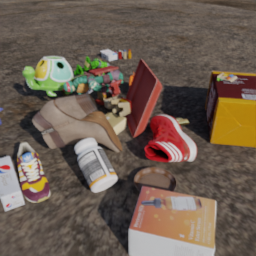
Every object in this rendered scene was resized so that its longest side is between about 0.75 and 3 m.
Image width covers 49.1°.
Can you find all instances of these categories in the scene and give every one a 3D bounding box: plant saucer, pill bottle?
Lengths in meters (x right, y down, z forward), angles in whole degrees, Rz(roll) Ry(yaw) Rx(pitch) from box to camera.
[{"bbox_3d":[0.847,1.753,8.796,1.338,0.230,1.338,1,33,-1],"label":"plant saucer"},{"bbox_3d":[-1.040,1.135,8.687,0.894,0.894,1.536,-19,64,-26],"label":"pill bottle"},{"bbox_3d":[0.548,-1.225,11.404,0.460,2.507,2.502,12,28,-20],"label":"plant saucer"}]

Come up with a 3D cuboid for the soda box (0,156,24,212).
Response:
[{"bbox_3d":[-3.705,1.657,8.608,0.573,0.613,1.799,-18,38,-24],"label":"soda box"}]

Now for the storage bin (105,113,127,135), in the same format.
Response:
[{"bbox_3d":[-0.693,-0.153,11.479,0.924,0.436,0.930,20,39,28],"label":"storage bin"}]

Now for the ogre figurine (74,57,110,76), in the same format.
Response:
[{"bbox_3d":[-1.898,-3.169,15.019,1.303,2.173,1.066,-4,68,-40],"label":"ogre figurine"}]

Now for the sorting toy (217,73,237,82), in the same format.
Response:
[{"bbox_3d":[3.875,-1.984,11.122,0.624,0.124,0.844,26,41,33],"label":"sorting toy"}]

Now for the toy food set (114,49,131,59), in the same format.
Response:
[{"bbox_3d":[-0.453,-4.921,18.441,1.325,0.596,0.633,23,40,30],"label":"toy food set"}]

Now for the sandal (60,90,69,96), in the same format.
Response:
[{"bbox_3d":[-3.214,-2.228,14.454,0.514,0.764,1.903,7,23,-29],"label":"sandal"}]

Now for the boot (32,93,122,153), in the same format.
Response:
[{"bbox_3d":[-1.754,0.155,9.708,2.137,2.922,1.026,-27,29,6],"label":"boot"}]

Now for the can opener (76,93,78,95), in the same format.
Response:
[{"bbox_3d":[-2.376,-1.594,13.236,0.205,0.780,0.259,29,63,-4],"label":"can opener"}]

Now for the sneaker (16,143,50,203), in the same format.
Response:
[{"bbox_3d":[-3.055,1.353,8.717,0.826,0.993,2.203,-19,38,-25],"label":"sneaker"}]

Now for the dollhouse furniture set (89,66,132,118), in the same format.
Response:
[{"bbox_3d":[-0.570,-1.706,12.262,1.188,1.572,2.922,-19,25,-22],"label":"dollhouse furniture set"}]

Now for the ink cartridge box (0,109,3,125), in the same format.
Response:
[{"bbox_3d":[-6.218,0.159,10.859,1.775,0.624,2.975,1,37,2],"label":"ink cartridge box"}]

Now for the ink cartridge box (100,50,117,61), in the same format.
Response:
[{"bbox_3d":[-1.292,-4.768,18.395,0.667,0.390,1.149,-21,39,-28],"label":"ink cartridge box"}]

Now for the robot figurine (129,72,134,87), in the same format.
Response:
[{"bbox_3d":[0.419,-2.087,13.763,0.953,0.773,1.325,6,59,-17],"label":"robot figurine"}]

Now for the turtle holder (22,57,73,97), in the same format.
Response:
[{"bbox_3d":[-3.567,-2.377,12.586,2.191,1.556,1.665,-2,23,-19],"label":"turtle holder"}]

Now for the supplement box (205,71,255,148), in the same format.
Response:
[{"bbox_3d":[4.675,-0.806,11.152,2.754,1.854,2.792,5,34,8],"label":"supplement box"}]

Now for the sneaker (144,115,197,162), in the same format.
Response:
[{"bbox_3d":[1.109,0.293,9.986,1.538,1.043,2.663,-3,26,-27],"label":"sneaker"}]

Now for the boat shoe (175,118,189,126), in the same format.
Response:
[{"bbox_3d":[1.861,-0.276,11.326,1.184,0.372,0.432,-5,-10,36],"label":"boat shoe"}]

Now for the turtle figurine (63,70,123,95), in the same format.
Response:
[{"bbox_3d":[-1.650,-1.664,11.734,2.758,2.064,1.388,-16,80,-26],"label":"turtle figurine"}]

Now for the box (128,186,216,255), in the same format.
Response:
[{"bbox_3d":[1.114,2.485,6.995,1.943,1.033,1.479,8,35,12],"label":"box"}]
